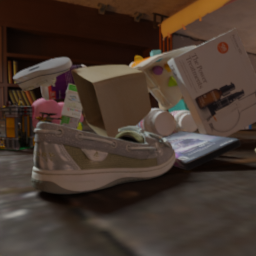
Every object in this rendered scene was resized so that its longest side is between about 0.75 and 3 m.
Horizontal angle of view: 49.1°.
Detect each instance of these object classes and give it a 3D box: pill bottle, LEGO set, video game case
[{"bbox_3d":[-2.397,-1.877,11.453,2.309,1.299,1.299,-9,5,-16],"label":"pill bottle"},{"bbox_3d":[-2.879,-0.134,7.217,1.606,1.210,2.089,1,3,27],"label":"LEGO set"},{"bbox_3d":[2.163,-0.214,11.194,0.972,0.972,1.731,0,2,-9],"label":"pill bottle"},{"bbox_3d":[0.991,0.349,5.017,1.126,0.150,1.577,-19,13,-24],"label":"video game case"},{"bbox_3d":[0.735,-0.130,8.875,0.945,0.945,1.737,-1,0,-23],"label":"pill bottle"}]

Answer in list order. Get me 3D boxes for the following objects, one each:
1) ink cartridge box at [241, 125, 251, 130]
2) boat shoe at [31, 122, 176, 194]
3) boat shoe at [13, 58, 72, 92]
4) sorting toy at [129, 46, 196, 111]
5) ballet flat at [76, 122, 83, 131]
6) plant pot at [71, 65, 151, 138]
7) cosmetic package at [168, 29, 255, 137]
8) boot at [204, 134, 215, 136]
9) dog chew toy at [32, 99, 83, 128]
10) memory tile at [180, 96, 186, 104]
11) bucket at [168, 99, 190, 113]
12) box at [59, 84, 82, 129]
[{"bbox_3d":[5.660,-0.232,14.865,1.547,0.664,1.133,-1,3,-42],"label":"ink cartridge box"},{"bbox_3d":[-0.141,0.274,3.642,0.860,0.748,2.333,3,4,44],"label":"boat shoe"},{"bbox_3d":[-2.415,-1.496,8.149,1.883,0.619,0.678,-16,37,13],"label":"boat shoe"},{"bbox_3d":[1.418,-1.806,8.923,2.012,1.194,2.235,-17,-37,27],"label":"sorting toy"},{"bbox_3d":[-2.535,0.027,12.167,0.547,0.545,1.632,-28,16,-33],"label":"ballet flat"},{"bbox_3d":[-0.372,-0.859,7.840,1.568,1.771,1.769,-23,30,-20],"label":"plant pot"},{"bbox_3d":[2.551,-1.127,7.821,1.942,2.576,0.665,-27,5,-5],"label":"cosmetic package"},{"bbox_3d":[1.618,0.316,6.010,1.180,0.435,0.913,2,3,29],"label":"boot"},{"bbox_3d":[-3.468,-0.570,13.944,2.612,1.627,1.627,7,-1,-35],"label":"dog chew toy"},{"bbox_3d":[2.338,-1.421,10.069,2.287,0.192,1.753,24,-31,-8],"label":"memory tile"},{"bbox_3d":[3.677,-1.418,16.757,1.884,2.895,2.895,-17,7,-13],"label":"bucket"},{"bbox_3d":[-2.106,-0.717,10.617,0.711,1.297,1.470,14,-21,-13],"label":"box"}]
